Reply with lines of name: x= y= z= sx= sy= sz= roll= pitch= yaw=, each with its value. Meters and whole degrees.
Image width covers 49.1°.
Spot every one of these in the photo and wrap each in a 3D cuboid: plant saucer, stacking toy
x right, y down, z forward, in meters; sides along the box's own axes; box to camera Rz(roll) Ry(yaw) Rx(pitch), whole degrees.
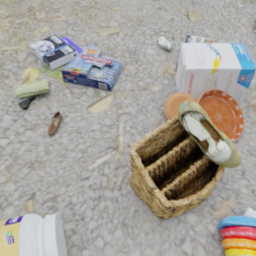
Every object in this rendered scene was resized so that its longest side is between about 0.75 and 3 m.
plant saucer: x=3.403 y=-0.422 z=10.508 sx=2.142 sy=0.346 sz=2.142 roll=7 pitch=71 yaw=-20
plant saucer: x=2.085 y=-0.706 z=10.873 sx=1.367 sy=0.221 sz=1.367 roll=0 pitch=85 yaw=-2
stacking toy: x=3.043 y=3.536 z=7.304 sx=1.265 sy=1.196 sz=2.180 roll=1 pitch=60 yaw=11

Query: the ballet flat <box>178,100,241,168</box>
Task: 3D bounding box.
ballet flat: x=2.285 y=0.318 z=7.975 sx=0.891 sy=0.891 sz=2.521 roll=-42 pitch=95 yaw=-30

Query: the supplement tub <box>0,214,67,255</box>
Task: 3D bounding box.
supplement tub: x=-2.966 y=3.250 z=6.845 sx=2.688 sy=1.954 sz=1.954 roll=-11 pitch=50 yaw=-9

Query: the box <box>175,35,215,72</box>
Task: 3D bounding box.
box: x=3.313 y=-3.543 z=13.623 sx=1.446 sy=0.456 sz=2.627 roll=15 pitch=51 yaw=12

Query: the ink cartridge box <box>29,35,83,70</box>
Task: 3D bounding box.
ink cartridge box: x=-3.473 y=-3.921 z=13.964 sx=2.113 sy=0.459 sz=2.094 roll=-32 pitch=56 yaw=-26

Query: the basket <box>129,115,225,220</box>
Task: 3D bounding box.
basket: x=1.669 y=1.131 z=8.507 sx=2.948 sy=2.196 sz=2.104 roll=-30 pitch=56 yaw=-24

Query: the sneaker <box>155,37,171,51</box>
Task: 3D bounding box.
sneaker: x=1.819 y=-4.224 z=14.272 sx=0.463 sy=0.439 sz=1.146 roll=-23 pitch=46 yaw=-10

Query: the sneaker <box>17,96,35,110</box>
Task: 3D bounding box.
sneaker: x=-4.148 y=-1.028 z=11.650 sx=0.764 sy=0.286 sz=0.406 roll=-35 pitch=69 yaw=-25

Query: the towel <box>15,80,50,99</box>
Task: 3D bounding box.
towel: x=-4.086 y=-1.678 z=11.984 sx=1.434 sy=0.262 sz=1.064 roll=-13 pitch=33 yaw=-10

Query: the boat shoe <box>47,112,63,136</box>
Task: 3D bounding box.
boat shoe: x=-2.855 y=-0.192 z=10.811 sx=0.415 sy=0.394 sz=1.096 roll=6 pitch=50 yaw=5

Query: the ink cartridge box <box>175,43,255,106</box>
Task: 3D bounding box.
ink cartridge box: x=3.399 y=-2.183 z=11.484 sx=2.603 sy=1.917 sz=1.883 roll=1 pitch=47 yaw=1

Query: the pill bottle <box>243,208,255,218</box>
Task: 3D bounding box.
pill bottle: x=3.891 y=2.761 z=8.214 sx=0.937 sy=0.520 sz=0.520 roll=31 pitch=56 yaw=24

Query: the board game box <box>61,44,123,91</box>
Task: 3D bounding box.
board game box: x=-1.498 y=-2.877 z=12.891 sx=2.312 sy=0.713 sz=2.311 roll=13 pitch=51 yaw=11
